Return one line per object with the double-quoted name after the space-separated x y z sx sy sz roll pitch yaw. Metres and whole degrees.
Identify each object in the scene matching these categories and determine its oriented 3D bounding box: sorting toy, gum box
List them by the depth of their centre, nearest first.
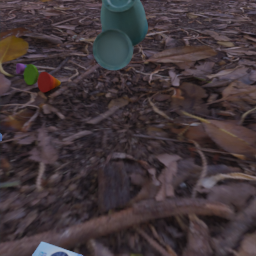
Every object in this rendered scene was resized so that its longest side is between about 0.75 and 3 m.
-1.225 2.414 4.607 0.974 0.217 0.828 12 36 16 "gum box"
-3.374 -1.970 10.712 2.194 0.761 0.756 28 20 31 "sorting toy"

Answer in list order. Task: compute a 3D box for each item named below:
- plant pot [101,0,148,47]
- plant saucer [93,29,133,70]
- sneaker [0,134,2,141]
-0.203 -3.795 9.312 1.632 1.534 1.632 -2 71 6 "plant pot"
-0.457 -2.369 8.491 1.207 1.207 0.165 1 25 2 "plant saucer"
-4.709 0.111 7.224 2.594 1.011 0.910 -5 35 -7 "sneaker"
